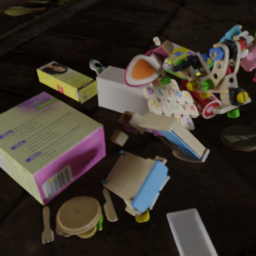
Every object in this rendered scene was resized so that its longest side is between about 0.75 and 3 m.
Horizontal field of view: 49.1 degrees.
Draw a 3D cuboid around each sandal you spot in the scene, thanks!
[{"bbox_3d":[3.992,0.359,9.348,2.428,0.663,0.992,-13,49,-36],"label":"sandal"}]

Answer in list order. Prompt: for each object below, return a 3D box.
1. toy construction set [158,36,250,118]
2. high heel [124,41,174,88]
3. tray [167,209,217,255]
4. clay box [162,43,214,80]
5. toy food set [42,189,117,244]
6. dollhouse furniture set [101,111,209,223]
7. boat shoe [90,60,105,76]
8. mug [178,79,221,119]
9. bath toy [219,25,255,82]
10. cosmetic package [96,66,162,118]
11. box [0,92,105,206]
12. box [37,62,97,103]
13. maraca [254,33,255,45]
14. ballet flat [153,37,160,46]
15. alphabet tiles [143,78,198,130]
[{"bbox_3d":[2.989,-1.550,9.120,2.452,2.259,2.940,-13,14,46],"label":"toy construction set"},{"bbox_3d":[0.473,-1.971,9.562,0.979,1.395,2.908,44,50,-10],"label":"high heel"},{"bbox_3d":[1.560,2.754,6.862,0.846,0.175,1.576,-8,42,-8],"label":"tray"},{"bbox_3d":[2.533,-3.097,13.247,1.620,0.671,2.820,-28,48,-29],"label":"clay box"},{"bbox_3d":[-1.271,2.331,7.287,1.850,0.371,1.277,-15,35,-8],"label":"toy food set"},{"bbox_3d":[0.513,1.213,8.307,2.634,1.821,2.790,12,66,54],"label":"dollhouse furniture set"},{"bbox_3d":[-1.433,-2.949,13.243,0.541,0.459,1.486,-17,44,-19],"label":"boat shoe"},{"bbox_3d":[2.605,-1.127,10.647,1.360,1.023,1.533,1,39,-33],"label":"mug"},{"bbox_3d":[4.203,-2.459,9.764,0.881,1.036,2.383,-36,61,12],"label":"bath toy"},{"bbox_3d":[0.162,-1.285,10.619,2.538,1.366,1.077,20,45,18],"label":"cosmetic package"},{"bbox_3d":[-2.583,0.454,8.602,2.831,1.369,2.491,29,49,28],"label":"box"},{"bbox_3d":[-2.635,-1.999,11.984,2.702,0.677,1.017,27,48,27],"label":"box"},{"bbox_3d":[4.881,-3.062,9.775,1.147,0.614,0.786,-4,67,-25],"label":"maraca"},{"bbox_3d":[1.610,-4.883,15.628,0.329,0.278,0.870,-7,41,-7],"label":"ballet flat"},{"bbox_3d":[1.476,-0.858,9.422,2.109,0.154,2.062,2,60,-35],"label":"alphabet tiles"}]
